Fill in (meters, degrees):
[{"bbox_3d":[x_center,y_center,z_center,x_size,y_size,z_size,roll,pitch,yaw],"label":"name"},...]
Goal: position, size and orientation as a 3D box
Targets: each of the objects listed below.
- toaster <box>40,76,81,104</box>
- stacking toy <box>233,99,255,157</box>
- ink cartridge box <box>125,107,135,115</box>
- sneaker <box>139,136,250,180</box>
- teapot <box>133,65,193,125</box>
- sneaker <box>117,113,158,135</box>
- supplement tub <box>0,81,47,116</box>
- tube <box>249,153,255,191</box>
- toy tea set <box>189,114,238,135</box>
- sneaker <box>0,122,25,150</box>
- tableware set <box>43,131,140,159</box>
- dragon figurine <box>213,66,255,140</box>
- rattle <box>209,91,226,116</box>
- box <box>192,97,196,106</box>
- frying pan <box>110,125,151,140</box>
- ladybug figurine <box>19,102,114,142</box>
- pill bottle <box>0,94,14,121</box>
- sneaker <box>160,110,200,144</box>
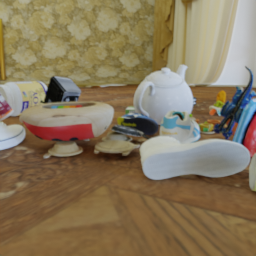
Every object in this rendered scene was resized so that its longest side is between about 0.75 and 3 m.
[{"bbox_3d":[-2.794,-1.245,11.622,0.931,1.418,1.568,-1,37,-44],"label":"toaster"},{"bbox_3d":[4.234,0.401,7.022,2.835,1.556,1.645,26,23,35],"label":"stacking toy"},{"bbox_3d":[0.239,-0.899,15.050,0.606,0.346,1.168,2,12,9],"label":"ink cartridge box"},{"bbox_3d":[1.482,0.559,6.758,2.451,0.903,1.416,-2,15,-4],"label":"sneaker"},{"bbox_3d":[1.556,-1.584,12.538,2.888,2.137,2.926,-4,31,-6],"label":"teapot"},{"bbox_3d":[0.458,-0.228,10.736,1.902,0.703,0.782,13,28,42],"label":"sneaker"},{"bbox_3d":[-5.593,-1.558,14.809,1.751,1.751,2.408,9,16,38],"label":"supplement tub"},{"bbox_3d":[3.850,1.048,5.138,2.947,0.855,0.765,6,-24,14],"label":"tube"},{"bbox_3d":[3.378,-0.280,10.831,2.328,0.862,1.385,1,12,5],"label":"toy tea set"},{"bbox_3d":[-4.105,0.133,8.466,1.051,1.019,2.878,2,12,11],"label":"sneaker"},{"bbox_3d":[-1.104,0.464,8.625,2.946,0.342,2.461,0,12,4],"label":"tableware set"},{"bbox_3d":[3.486,-0.646,9.009,0.754,2.564,1.275,30,61,18],"label":"dragon figurine"},{"bbox_3d":[4.938,-1.324,15.180,1.126,1.236,1.730,35,23,32],"label":"rattle"},{"bbox_3d":[3.249,-1.738,18.570,1.864,0.540,2.345,7,14,30],"label":"box"},{"bbox_3d":[0.227,0.182,9.034,1.699,0.277,1.028,14,3,25],"label":"frying pan"},{"bbox_3d":[-1.804,-0.198,8.360,2.765,0.995,1.877,-1,14,1],"label":"ladybug figurine"},{"bbox_3d":[-5.004,-0.916,10.681,0.672,1.177,0.672,-27,23,12],"label":"pill bottle"},{"bbox_3d":[1.805,-0.074,9.374,1.014,1.071,2.651,3,11,23],"label":"sneaker"}]
